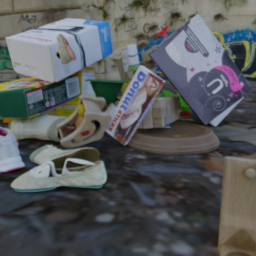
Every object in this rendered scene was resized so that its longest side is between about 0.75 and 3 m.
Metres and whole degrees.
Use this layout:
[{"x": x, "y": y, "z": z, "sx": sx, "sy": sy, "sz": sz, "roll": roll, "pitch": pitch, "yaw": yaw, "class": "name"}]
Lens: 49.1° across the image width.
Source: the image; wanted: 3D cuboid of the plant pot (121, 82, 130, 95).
[{"x": 0.350, "y": -2.130, "z": 17.079, "sx": 1.555, "sy": 1.372, "sz": 1.555, "roll": 0, "pitch": 12, "yaw": 1, "class": "plant pot"}]

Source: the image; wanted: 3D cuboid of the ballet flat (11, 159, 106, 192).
[{"x": -1.251, "y": 0.820, "z": 5.123, "sx": 1.702, "sy": 0.531, "sz": 0.574, "roll": -2, "pitch": 12, "yaw": -8, "class": "ballet flat"}]

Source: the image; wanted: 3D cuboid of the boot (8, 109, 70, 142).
[{"x": -2.414, "y": -0.139, "z": 8.947, "sx": 1.758, "sy": 0.819, "sz": 2.273, "roll": 3, "pitch": 18, "yaw": 15, "class": "boot"}]

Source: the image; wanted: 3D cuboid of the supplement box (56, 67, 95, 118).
[{"x": -2.063, "y": -1.306, "z": 11.042, "sx": 1.197, "sy": 2.186, "sz": 1.190, "roll": 3, "pitch": 11, "yaw": 20, "class": "supplement box"}]

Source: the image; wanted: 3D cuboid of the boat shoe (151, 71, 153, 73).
[{"x": 0.629, "y": -1.559, "z": 10.136, "sx": 0.657, "sy": 0.758, "sz": 1.779, "roll": 11, "pitch": -18, "yaw": 0, "class": "boat shoe"}]

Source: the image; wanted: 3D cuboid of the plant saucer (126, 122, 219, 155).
[{"x": 1.265, "y": 0.224, "z": 8.290, "sx": 2.773, "sy": 0.409, "sz": 2.773, "roll": -1, "pitch": 12, "yaw": 0, "class": "plant saucer"}]

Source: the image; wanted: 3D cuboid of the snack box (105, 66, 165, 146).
[{"x": 0.130, "y": -0.550, "z": 7.406, "sx": 0.743, "sy": 2.067, "sz": 0.251, "roll": 37, "pitch": 24, "yaw": 16, "class": "snack box"}]

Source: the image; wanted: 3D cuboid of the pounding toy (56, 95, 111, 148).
[{"x": -1.335, "y": -0.253, "z": 7.610, "sx": 1.177, "sy": 1.181, "sz": 2.059, "roll": -8, "pitch": -29, "yaw": -27, "class": "pounding toy"}]

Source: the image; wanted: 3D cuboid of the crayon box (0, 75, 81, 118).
[{"x": -3.402, "y": -1.103, "z": 9.313, "sx": 2.504, "sy": 0.846, "sz": 2.902, "roll": 2, "pitch": 19, "yaw": 21, "class": "crayon box"}]

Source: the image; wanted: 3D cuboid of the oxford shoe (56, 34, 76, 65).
[{"x": -1.642, "y": -1.963, "z": 6.923, "sx": 0.417, "sy": 0.400, "sz": 1.130, "roll": -31, "pitch": 47, "yaw": 0, "class": "oxford shoe"}]

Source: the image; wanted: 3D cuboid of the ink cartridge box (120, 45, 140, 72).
[{"x": 0.077, "y": -2.677, "z": 10.788, "sx": 0.401, "sy": 0.951, "sz": 0.694, "roll": -15, "pitch": 12, "yaw": -24, "class": "ink cartridge box"}]

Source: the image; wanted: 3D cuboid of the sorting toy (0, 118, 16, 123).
[{"x": -5.766, "y": -0.528, "z": 11.911, "sx": 2.690, "sy": 0.360, "sz": 2.004, "roll": 1, "pitch": 12, "yaw": 5, "class": "sorting toy"}]

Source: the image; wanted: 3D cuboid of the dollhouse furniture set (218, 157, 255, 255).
[{"x": 1.440, "y": 1.075, "z": 2.356, "sx": 1.363, "sy": 1.168, "sz": 1.433, "roll": 5, "pitch": 13, "yaw": 22, "class": "dollhouse furniture set"}]

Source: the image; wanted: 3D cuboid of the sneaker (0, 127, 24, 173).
[{"x": -3.033, "y": 0.359, "z": 6.461, "sx": 1.979, "sy": 0.873, "sz": 0.805, "roll": 11, "pitch": 16, "yaw": 41, "class": "sneaker"}]

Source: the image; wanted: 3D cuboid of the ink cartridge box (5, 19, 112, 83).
[{"x": -2.234, "y": -2.769, "z": 9.551, "sx": 2.087, "sy": 1.215, "sz": 2.886, "roll": 17, "pitch": 39, "yaw": 29, "class": "ink cartridge box"}]

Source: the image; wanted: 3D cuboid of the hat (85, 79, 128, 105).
[{"x": -0.777, "y": -0.877, "z": 9.813, "sx": 1.485, "sy": 1.578, "sz": 1.793, "roll": 4, "pitch": 9, "yaw": 1, "class": "hat"}]

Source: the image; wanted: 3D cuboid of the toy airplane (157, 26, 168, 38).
[{"x": 1.396, "y": -3.195, "z": 9.941, "sx": 1.110, "sy": 1.110, "sz": 0.204, "roll": 11, "pitch": -11, "yaw": 42, "class": "toy airplane"}]

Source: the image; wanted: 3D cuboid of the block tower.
[{"x": 1.000, "y": -0.552, "z": 8.868, "sx": 0.808, "sy": 0.864, "sz": 2.990, "roll": 0, "pitch": 9, "yaw": 21, "class": "block tower"}]

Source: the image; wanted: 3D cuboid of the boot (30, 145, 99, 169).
[{"x": -1.404, "y": 0.628, "z": 6.227, "sx": 1.298, "sy": 0.468, "sz": 1.004, "roll": -12, "pitch": 16, "yaw": -39, "class": "boot"}]

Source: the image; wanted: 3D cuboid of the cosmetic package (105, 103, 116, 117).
[{"x": -0.395, "y": -0.391, "z": 9.940, "sx": 0.815, "sy": 0.586, "sz": 1.445, "roll": 32, "pitch": 4, "yaw": -13, "class": "cosmetic package"}]

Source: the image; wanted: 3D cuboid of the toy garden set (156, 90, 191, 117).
[{"x": 1.524, "y": -1.026, "z": 12.584, "sx": 2.696, "sy": 0.538, "sz": 2.247, "roll": 14, "pitch": 31, "yaw": -14, "class": "toy garden set"}]

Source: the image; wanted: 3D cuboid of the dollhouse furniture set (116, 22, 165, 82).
[{"x": 0.922, "y": -2.705, "z": 11.387, "sx": 2.304, "sy": 2.019, "sz": 1.531, "roll": -21, "pitch": -10, "yaw": 39, "class": "dollhouse furniture set"}]

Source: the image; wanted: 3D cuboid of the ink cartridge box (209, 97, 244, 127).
[{"x": 3.380, "y": -1.102, "z": 11.134, "sx": 0.908, "sy": 1.559, "sz": 2.141, "roll": 40, "pitch": 12, "yaw": -12, "class": "ink cartridge box"}]

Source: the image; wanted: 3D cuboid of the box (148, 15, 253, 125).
[{"x": 2.215, "y": -1.821, "z": 8.917, "sx": 1.859, "sy": 2.814, "sz": 1.614, "roll": -38, "pitch": 11, "yaw": 11, "class": "box"}]

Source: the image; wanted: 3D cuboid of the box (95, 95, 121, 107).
[{"x": -0.912, "y": -1.377, "z": 12.671, "sx": 1.590, "sy": 0.491, "sz": 1.991, "roll": 34, "pitch": 1, "yaw": -11, "class": "box"}]
